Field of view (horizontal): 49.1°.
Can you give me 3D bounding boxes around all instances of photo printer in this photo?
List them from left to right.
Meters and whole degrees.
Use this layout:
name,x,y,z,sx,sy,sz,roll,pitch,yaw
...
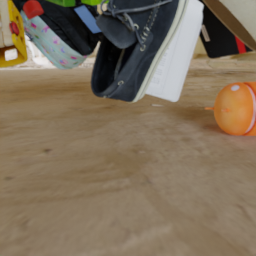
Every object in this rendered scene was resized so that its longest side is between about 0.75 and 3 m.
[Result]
name,x,y,z,sx,sy,sz,roll,pitch,yaw
photo printer,0.512,-1.864,6.085,1.842,2.214,0.769,16,19,6

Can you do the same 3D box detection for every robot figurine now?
name,x,y,z,sx,sy,sz,roll,pitch,yaw
robot figurine,3.380,-0.504,7.361,2.477,1.444,1.782,-2,51,-9

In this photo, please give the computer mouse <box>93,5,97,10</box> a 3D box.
name,x,y,z,sx,sy,sz,roll,pitch,yaw
computer mouse,-1.552,-3.853,7.683,1.793,0.526,0.305,33,-34,-24

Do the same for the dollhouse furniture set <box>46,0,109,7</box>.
name,x,y,z,sx,sy,sz,roll,pitch,yaw
dollhouse furniture set,-0.771,-2.577,4.125,0.884,1.349,0.677,-23,44,-33

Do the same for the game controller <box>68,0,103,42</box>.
name,x,y,z,sx,sy,sz,roll,pitch,yaw
game controller,-1.053,-3.027,7.755,0.815,0.329,1.563,18,-21,49

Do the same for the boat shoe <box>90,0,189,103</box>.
name,x,y,z,sx,sy,sz,roll,pitch,yaw
boat shoe,0.052,-1.148,3.059,0.688,2.211,0.825,-9,51,-29

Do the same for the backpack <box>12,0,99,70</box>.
name,x,y,z,sx,sy,sz,roll,pitch,yaw
backpack,-2.281,-3.335,9.293,1.728,2.729,2.278,-21,28,48

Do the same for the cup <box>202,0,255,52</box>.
name,x,y,z,sx,sy,sz,roll,pitch,yaw
cup,2.723,-2.990,6.016,2.275,1.627,2.275,38,23,-19

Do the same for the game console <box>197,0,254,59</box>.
name,x,y,z,sx,sy,sz,roll,pitch,yaw
game console,3.214,-3.104,8.142,2.395,0.420,2.708,-3,-26,30

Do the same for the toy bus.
name,x,y,z,sx,sy,sz,roll,pitch,yaw
toy bus,-3.362,-2.732,7.408,2.171,2.301,1.189,31,-13,12
